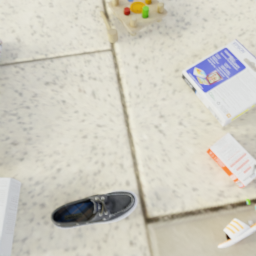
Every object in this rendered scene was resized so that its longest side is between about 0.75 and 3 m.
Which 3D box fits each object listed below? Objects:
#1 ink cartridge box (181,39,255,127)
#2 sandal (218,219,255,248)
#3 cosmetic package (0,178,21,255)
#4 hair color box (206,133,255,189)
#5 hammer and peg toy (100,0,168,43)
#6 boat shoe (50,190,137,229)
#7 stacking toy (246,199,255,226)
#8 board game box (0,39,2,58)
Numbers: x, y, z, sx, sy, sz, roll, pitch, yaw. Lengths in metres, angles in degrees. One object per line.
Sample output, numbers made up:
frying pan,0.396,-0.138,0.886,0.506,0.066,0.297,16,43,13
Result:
ink cartridge box,3.434,-1.576,9.478,2.345,0.551,2.317,-30,68,-10
sandal,3.142,2.708,7.695,1.808,0.693,0.518,-26,64,-10
cosmetic package,-3.759,2.485,7.783,1.081,0.787,2.126,0,70,3
hair color box,3.231,0.991,8.545,0.825,0.476,1.488,-36,71,-12
hammer and peg toy,0.033,-4.335,10.474,2.396,0.845,1.763,-31,71,-12
boat shoe,-0.952,2.251,7.845,2.495,0.826,0.872,-9,68,-3
stacking toy,3.782,2.460,8.128,0.612,0.191,0.812,1,66,-1
board game box,-5.107,-2.504,10.052,0.972,0.267,1.540,-5,68,-1
